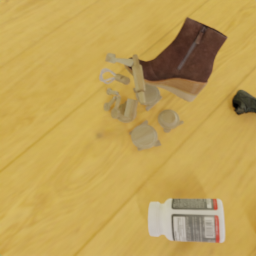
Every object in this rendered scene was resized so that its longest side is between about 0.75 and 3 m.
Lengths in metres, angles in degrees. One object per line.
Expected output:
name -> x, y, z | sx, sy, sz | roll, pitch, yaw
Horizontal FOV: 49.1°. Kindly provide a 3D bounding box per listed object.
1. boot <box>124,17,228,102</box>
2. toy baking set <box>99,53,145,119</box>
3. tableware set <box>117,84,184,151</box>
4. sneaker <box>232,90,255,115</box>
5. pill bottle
boot -> 1.437, -2.415, 9.101 | 2.869, 2.386, 1.038 | 27, 30, 12
toy baking set -> -0.274, -1.505, 9.345 | 0.308, 2.034, 2.650 | 5, 75, -45
tableware set -> 0.638, -0.422, 9.743 | 1.950, 0.271, 2.334 | -32, 69, -12
sneaker -> 4.263, -0.646, 9.693 | 1.493, 0.571, 0.855 | 35, 71, 18
pill bottle -> 1.572, 2.498, 7.642 | 1.939, 1.123, 1.123 | -3, 64, 14
